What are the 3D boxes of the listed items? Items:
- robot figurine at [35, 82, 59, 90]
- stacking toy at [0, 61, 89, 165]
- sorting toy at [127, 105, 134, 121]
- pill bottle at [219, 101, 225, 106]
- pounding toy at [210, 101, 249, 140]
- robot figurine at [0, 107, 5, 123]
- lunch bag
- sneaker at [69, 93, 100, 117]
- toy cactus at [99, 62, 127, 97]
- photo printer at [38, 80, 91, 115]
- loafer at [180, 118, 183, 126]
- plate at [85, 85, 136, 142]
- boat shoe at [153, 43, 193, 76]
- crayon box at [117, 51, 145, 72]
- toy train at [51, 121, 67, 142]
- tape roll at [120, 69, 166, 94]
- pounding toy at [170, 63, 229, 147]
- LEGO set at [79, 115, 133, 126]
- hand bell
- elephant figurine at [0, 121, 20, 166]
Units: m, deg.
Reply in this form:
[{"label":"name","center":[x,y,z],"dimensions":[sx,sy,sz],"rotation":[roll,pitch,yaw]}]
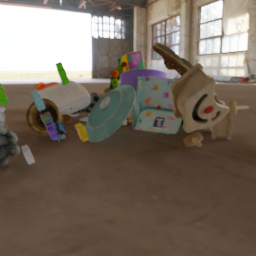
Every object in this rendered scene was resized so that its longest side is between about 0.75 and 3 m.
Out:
[{"label":"robot figurine","center":[-4.116,-1.786,15.647],"dimensions":[1.582,1.952,2.713],"rotation":[-23,13,-12]},{"label":"stacking toy","center":[-2.050,-0.327,6.866],"dimensions":[1.636,2.170,0.510],"rotation":[-24,24,-19]},{"label":"sorting toy","center":[0.483,-0.784,12.439],"dimensions":[1.330,1.197,0.711],"rotation":[16,-26,19]},{"label":"pill bottle","center":[3.710,-0.708,11.520],"dimensions":[0.418,0.750,0.418],"rotation":[16,-28,9]},{"label":"pounding toy","center":[3.473,-0.166,9.631],"dimensions":[1.183,1.179,2.062],"rotation":[3,-6,13]},{"label":"robot figurine","center":[-5.199,-0.305,10.461],"dimensions":[1.345,0.896,1.586],"rotation":[-34,13,2]},{"label":"lunch bag","center":[1.053,-0.768,9.840],"dimensions":[1.653,1.941,1.183],"rotation":[5,6,-13]},{"label":"sneaker","center":[-2.148,-1.179,13.657],"dimensions":[2.202,0.831,1.253],"rotation":[-4,-23,-32]},{"label":"toy cactus","center":[-0.629,-1.745,13.444],"dimensions":[1.321,2.583,2.131],"rotation":[-2,2,-32]},{"label":"photo printer","center":[-2.887,-1.352,12.763],"dimensions":[2.113,0.734,1.758],"rotation":[-28,52,-28]},{"label":"loafer","center":[1.981,-0.548,10.681],"dimensions":[0.918,0.944,2.586],"rotation":[-49,11,-26]},{"label":"plate","center":[-0.707,-0.570,9.258],"dimensions":[0.294,2.301,2.301],"rotation":[39,-11,-31]},{"label":"boat shoe","center":[1.440,-2.137,9.141],"dimensions":[1.691,0.571,0.609],"rotation":[28,29,-24]},{"label":"crayon box","center":[0.325,-2.239,14.211],"dimensions":[0.846,2.903,2.505],"rotation":[-15,10,-8]},{"label":"toy train","center":[-2.333,0.104,9.313],"dimensions":[0.492,0.373,0.861],"rotation":[-1,34,-22]},{"label":"tape roll","center":[0.609,-1.750,11.395],"dimensions":[1.891,0.803,1.891],"rotation":[1,-4,0]},{"label":"pounding toy","center":[2.132,-0.391,7.567],"dimensions":[1.430,2.501,1.434],"rotation":[-26,54,-4]},{"label":"LEGO set","center":[-0.512,-0.618,12.635],"dimensions":[2.745,0.674,2.051],"rotation":[9,18,24]},{"label":"hand bell","center":[-2.763,-0.384,11.130],"dimensions":[1.302,1.302,2.500],"rotation":[3,0,12]},{"label":"elephant figurine","center":[-3.355,0.585,6.119],"dimensions":[1.312,1.197,1.691],"rotation":[-26,12,35]}]
